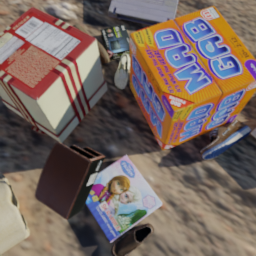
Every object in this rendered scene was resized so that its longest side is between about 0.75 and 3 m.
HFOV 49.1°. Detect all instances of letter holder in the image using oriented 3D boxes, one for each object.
[{"bbox_3d":[-1.412,1.161,6.653,1.081,0.765,1.521,26,101,16],"label":"letter holder"}]

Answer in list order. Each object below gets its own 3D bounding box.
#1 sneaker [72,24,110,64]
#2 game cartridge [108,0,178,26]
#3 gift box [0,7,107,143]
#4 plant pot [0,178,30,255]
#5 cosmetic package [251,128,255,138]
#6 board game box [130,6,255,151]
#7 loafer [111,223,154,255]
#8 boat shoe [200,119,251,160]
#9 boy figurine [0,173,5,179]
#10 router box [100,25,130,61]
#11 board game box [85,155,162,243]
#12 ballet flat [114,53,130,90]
[{"bbox_3d":[-1.489,-2.816,9.901,0.782,0.729,2.071,-40,66,-8],"label":"sneaker"},{"bbox_3d":[0.638,-4.821,10.927,2.538,0.487,1.645,13,69,3],"label":"game cartridge"},{"bbox_3d":[-2.398,-1.556,8.269,2.899,2.707,2.675,35,69,19],"label":"gift box"},{"bbox_3d":[-3.772,2.412,6.814,2.234,2.441,2.441,-23,66,-23],"label":"plant pot"},{"bbox_3d":[4.867,0.437,8.372,1.055,0.832,1.961,-37,72,-14],"label":"cosmetic package"},{"bbox_3d":[1.725,-1.340,8.218,2.592,2.594,2.592,-21,67,-10],"label":"board game box"},{"bbox_3d":[0.110,2.942,7.392,1.323,0.470,0.483,-34,69,-15],"label":"loafer"},{"bbox_3d":[2.857,0.332,8.573,1.863,0.673,0.674,-25,62,-22],"label":"boat shoe"},{"bbox_3d":[-4.242,1.782,7.952,1.418,0.457,0.881,-20,66,-8],"label":"boy figurine"},{"bbox_3d":[-0.414,-3.141,10.293,0.944,0.391,1.260,-15,66,-7],"label":"router box"},{"bbox_3d":[-0.260,1.952,7.916,1.753,0.362,1.757,-33,69,-14],"label":"board game box"},{"bbox_3d":[-0.210,-2.019,9.741,0.492,0.492,1.372,7,66,3],"label":"ballet flat"}]
